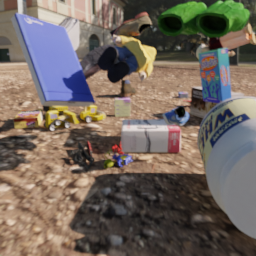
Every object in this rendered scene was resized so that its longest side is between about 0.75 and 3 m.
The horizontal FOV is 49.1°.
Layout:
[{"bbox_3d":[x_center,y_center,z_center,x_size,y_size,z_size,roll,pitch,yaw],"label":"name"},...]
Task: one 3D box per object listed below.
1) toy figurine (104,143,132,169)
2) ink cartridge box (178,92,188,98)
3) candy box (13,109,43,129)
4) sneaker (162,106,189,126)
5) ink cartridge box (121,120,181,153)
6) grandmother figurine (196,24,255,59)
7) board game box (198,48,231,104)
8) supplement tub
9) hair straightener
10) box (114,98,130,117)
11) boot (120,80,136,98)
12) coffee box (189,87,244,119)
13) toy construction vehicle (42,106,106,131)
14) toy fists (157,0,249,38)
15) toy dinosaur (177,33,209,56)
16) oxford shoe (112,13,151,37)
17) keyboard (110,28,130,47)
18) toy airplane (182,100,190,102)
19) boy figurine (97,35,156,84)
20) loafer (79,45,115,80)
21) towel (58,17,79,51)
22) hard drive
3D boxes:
[{"bbox_3d":[-0.190,0.854,8.013,0.610,0.537,1.018,14,22,23],"label":"toy figurine"},{"bbox_3d":[3.562,-2.141,18.240,0.552,0.309,0.810,0,15,0],"label":"ink cartridge box"},{"bbox_3d":[-4.336,-0.429,12.290,0.976,0.473,1.674,-4,16,-10],"label":"candy box"},{"bbox_3d":[1.405,-0.325,7.545,0.497,0.438,1.115,-32,-14,33],"label":"sneaker"},{"bbox_3d":[0.720,0.245,9.475,1.908,0.809,1.389,-2,17,1],"label":"ink cartridge box"},{"bbox_3d":[3.382,-3.018,10.075,2.045,1.240,0.619,-17,26,38],"label":"grandmother figurine"},{"bbox_3d":[2.891,-1.718,9.390,0.388,1.722,1.310,-11,11,-11],"label":"board game box"},{"bbox_3d":[2.641,0.636,5.797,2.165,2.165,2.986,2,17,8],"label":"supplement tub"},{"bbox_3d":[-1.408,0.838,8.496,0.651,0.346,1.691,-5,22,-13],"label":"hair straightener"},{"bbox_3d":[-0.279,-0.991,13.483,0.744,0.846,0.409,-3,17,-6],"label":"box"},{"bbox_3d":[0.043,-2.780,18.870,0.883,1.145,2.363,4,17,14],"label":"boot"},{"bbox_3d":[3.976,-1.072,12.859,0.958,1.357,2.400,-7,19,-26],"label":"coffee box"},{"bbox_3d":[-2.630,-0.812,12.623,2.819,0.993,2.455,-11,20,-32],"label":"toy construction vehicle"},{"bbox_3d":[2.031,-2.968,7.666,2.395,0.823,1.221,18,49,42],"label":"toy fists"},{"bbox_3d":[2.860,-3.970,12.737,0.568,1.055,2.393,-2,38,-36],"label":"toy dinosaur"},{"bbox_3d":[0.114,-3.106,8.860,1.316,0.492,0.464,-31,-20,12],"label":"oxford shoe"},{"bbox_3d":[-0.233,-3.359,11.873,1.097,1.726,0.178,-23,32,19],"label":"keyboard"},{"bbox_3d":[4.064,-1.455,15.829,2.050,0.377,2.050,0,16,0],"label":"toy airplane"},{"bbox_3d":[0.099,-2.225,8.817,0.861,1.662,2.674,-38,1,32],"label":"boy figurine"},{"bbox_3d":[-1.353,-2.397,10.700,2.155,0.679,0.775,-35,62,-10],"label":"loafer"},{"bbox_3d":[-2.294,-3.254,10.304,0.609,1.177,1.422,17,47,4],"label":"towel"},{"bbox_3d":[-2.140,-1.914,8.196,0.349,2.753,1.816,-32,-15,33],"label":"hard drive"}]
